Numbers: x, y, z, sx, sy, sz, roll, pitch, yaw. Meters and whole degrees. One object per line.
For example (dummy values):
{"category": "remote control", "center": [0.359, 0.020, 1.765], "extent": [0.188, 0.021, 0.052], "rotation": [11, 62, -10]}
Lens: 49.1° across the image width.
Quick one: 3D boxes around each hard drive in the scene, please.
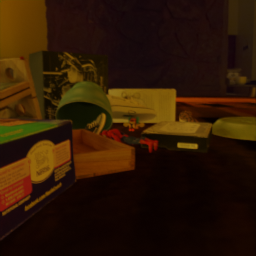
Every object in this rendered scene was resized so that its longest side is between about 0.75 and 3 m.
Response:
{"category": "hard drive", "center": [1.505, 0.172, 8.079], "extent": [1.709, 0.463, 2.446], "rotation": [4, 9, 20]}

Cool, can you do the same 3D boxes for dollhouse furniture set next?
{"category": "dollhouse furniture set", "center": [-3.673, -0.471, 6.267], "extent": [2.598, 1.820, 1.831], "rotation": [2, 24, 20]}

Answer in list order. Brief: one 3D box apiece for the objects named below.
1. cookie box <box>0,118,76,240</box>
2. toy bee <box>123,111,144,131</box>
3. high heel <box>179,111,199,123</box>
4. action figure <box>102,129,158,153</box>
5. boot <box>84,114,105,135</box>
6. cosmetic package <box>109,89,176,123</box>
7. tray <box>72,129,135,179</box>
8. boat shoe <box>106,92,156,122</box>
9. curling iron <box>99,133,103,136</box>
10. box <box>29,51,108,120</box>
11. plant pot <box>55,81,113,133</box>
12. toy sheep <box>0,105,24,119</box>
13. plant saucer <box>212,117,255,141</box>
{"category": "cookie box", "center": [-2.521, 0.515, 3.563], "extent": [2.875, 1.080, 2.459], "rotation": [2, 10, 16]}
{"category": "toy bee", "center": [0.140, -0.137, 10.239], "extent": [0.743, 0.617, 1.135], "rotation": [-4, -20, 34]}
{"category": "high heel", "center": [2.446, -0.301, 10.711], "extent": [1.102, 0.552, 1.546], "rotation": [-2, 22, 38]}
{"category": "action figure", "center": [-0.026, 0.308, 7.163], "extent": [1.532, 0.396, 0.501], "rotation": [17, 19, 28]}
{"category": "boot", "center": [-0.977, -0.041, 7.976], "extent": [0.394, 0.872, 0.317], "rotation": [19, 8, -35]}
{"category": "cosmetic package", "center": [0.630, -0.996, 12.493], "extent": [2.897, 1.469, 1.032], "rotation": [2, 10, 6]}
{"category": "tray", "center": [-1.099, 0.470, 6.059], "extent": [1.306, 0.490, 2.649], "rotation": [-4, 10, -30]}
{"category": "boat shoe", "center": [0.036, -0.887, 10.696], "extent": [2.595, 1.106, 0.959], "rotation": [3, -22, -41]}
{"category": "curling iron", "center": [-0.826, 0.283, 8.011], "extent": [0.509, 0.262, 2.052], "rotation": [-2, 9, -11]}
{"category": "box", "center": [-2.114, -1.287, 10.201], "extent": [2.487, 2.731, 1.422], "rotation": [-7, 11, -34]}
{"category": "plant pot", "center": [-1.314, -0.707, 8.732], "extent": [1.717, 1.150, 1.717], "rotation": [0, -35, 0]}
{"category": "toy sheep", "center": [-3.784, -0.279, 7.849], "extent": [2.397, 1.652, 1.652], "rotation": [19, 13, 13]}
{"category": "plant saucer", "center": [4.311, -0.041, 9.569], "extent": [2.980, 0.463, 2.980], "rotation": [-1, 8, 0]}
